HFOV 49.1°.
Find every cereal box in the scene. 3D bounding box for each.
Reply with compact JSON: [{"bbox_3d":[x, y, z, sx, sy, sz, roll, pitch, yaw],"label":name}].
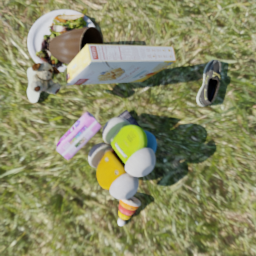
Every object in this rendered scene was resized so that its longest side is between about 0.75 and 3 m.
[{"bbox_3d":[-0.294,-1.916,8.748,2.930,2.108,0.579,-9,85,-30],"label":"cereal box"}]

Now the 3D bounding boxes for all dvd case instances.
[{"bbox_3d":[-0.018,0.258,10.063,1.125,0.121,1.513,-39,85,-9],"label":"dvd case"}]

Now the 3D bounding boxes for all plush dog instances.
[{"bbox_3d":[-2.506,-1.515,8.291,0.795,0.991,0.851,30,109,36],"label":"plush dog"}]

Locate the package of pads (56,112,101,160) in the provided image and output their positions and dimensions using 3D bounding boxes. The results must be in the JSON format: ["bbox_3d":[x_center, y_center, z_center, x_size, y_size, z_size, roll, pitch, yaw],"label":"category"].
[{"bbox_3d":[-1.479,0.217,8.333,1.442,0.869,0.546,-46,107,-1],"label":"package of pads"}]

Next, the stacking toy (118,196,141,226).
[{"bbox_3d":[-0.073,2.792,9.313,0.741,0.741,1.015,20,95,5],"label":"stacking toy"}]

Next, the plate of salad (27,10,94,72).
[{"bbox_3d":[-2.566,-3.477,10.838,2.741,0.658,2.741,0,76,-1],"label":"plate of salad"}]

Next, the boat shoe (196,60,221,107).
[{"bbox_3d":[3.096,-1.678,10.280,0.671,0.567,1.882,23,80,-23],"label":"boat shoe"}]

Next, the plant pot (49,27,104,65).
[{"bbox_3d":[-1.913,-2.780,9.878,1.596,1.491,1.491,9,75,25],"label":"plant pot"}]

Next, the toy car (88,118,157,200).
[{"bbox_3d":[0.025,0.920,8.643,1.995,1.709,2.280,49,120,34],"label":"toy car"}]

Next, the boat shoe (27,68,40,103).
[{"bbox_3d":[-3.512,-1.573,10.456,0.464,0.388,1.298,-3,90,-5],"label":"boat shoe"}]
